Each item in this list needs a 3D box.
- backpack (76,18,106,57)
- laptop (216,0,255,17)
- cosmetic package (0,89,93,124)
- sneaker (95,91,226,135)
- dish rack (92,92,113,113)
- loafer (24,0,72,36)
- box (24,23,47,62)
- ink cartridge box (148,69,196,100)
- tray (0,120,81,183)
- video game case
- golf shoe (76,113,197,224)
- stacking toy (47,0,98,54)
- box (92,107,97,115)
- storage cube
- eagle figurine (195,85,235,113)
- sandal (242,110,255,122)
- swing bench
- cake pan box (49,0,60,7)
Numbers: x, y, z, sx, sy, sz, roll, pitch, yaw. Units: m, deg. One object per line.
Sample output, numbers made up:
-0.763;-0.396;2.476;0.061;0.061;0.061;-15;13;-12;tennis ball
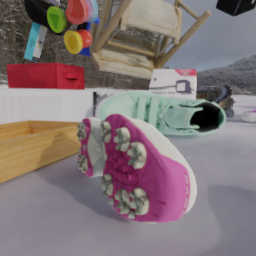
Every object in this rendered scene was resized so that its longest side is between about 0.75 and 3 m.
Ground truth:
-1.389;-3.501;10.744;1.239;1.476;1.200;8;15;-31;backpack
2.811;-3.273;7.114;0.904;0.467;0.801;-21;-12;3;laptop
-2.318;-0.352;6.293;1.499;1.092;2.949;6;8;38;cosmetic package
0.683;-0.356;6.085;2.757;1.014;1.626;2;1;-7;sneaker
-0.583;-1.071;11.465;2.568;0.701;1.970;2;13;5;dish rack
-2.682;-3.813;9.429;2.051;0.749;0.732;40;52;13;loafer
-3.316;-3.045;10.030;0.313;1.272;0.523;19;8;6;box
1.289;-0.924;8.217;1.332;0.776;1.840;2;44;14;ink cartridge box
-1.687;0.266;3.802;1.311;0.492;2.658;2;7;20;tray
2.505;-1.025;10.896;2.673;0.254;1.909;8;-20;44;video game case
0.128;0.250;2.789;0.996;0.820;2.177;0;8;-22;golf shoe
-1.078;-2.248;5.640;1.071;1.183;0.500;45;48;15;stacking toy
-1.647;-0.750;12.205;1.038;0.286;1.519;0;7;-3;box
-2.535;-1.071;8.901;1.998;1.796;1.708;2;8;18;storage cube
2.091;-0.916;9.171;2.420;1.826;1.836;26;49;21;eagle figurine
5.001;-0.467;8.378;2.933;0.721;1.193;2;8;18;sandal
0.500;-3.201;9.157;2.874;2.889;1.875;5;40;-35;swing bench
-2.412;-4.259;8.702;0.200;0.766;0.705;-18;-3;5;cake pan box
